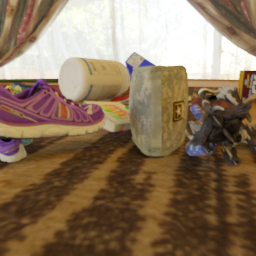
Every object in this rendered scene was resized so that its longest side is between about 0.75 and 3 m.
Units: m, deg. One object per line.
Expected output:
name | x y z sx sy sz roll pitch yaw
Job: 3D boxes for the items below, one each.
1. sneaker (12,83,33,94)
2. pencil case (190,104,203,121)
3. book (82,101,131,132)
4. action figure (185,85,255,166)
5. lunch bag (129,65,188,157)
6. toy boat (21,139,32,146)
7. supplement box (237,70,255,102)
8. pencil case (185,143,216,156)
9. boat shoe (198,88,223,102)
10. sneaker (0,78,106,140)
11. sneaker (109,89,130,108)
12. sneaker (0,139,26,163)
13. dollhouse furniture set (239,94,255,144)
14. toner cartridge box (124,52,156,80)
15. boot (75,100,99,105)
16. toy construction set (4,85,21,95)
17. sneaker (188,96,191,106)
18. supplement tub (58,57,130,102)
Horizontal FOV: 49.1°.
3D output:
sneaker | -3.717 -1.114 11.757 2.503 0.975 0.878 13 18 -35
pencil case | 2.253 -0.525 9.189 0.328 0.295 0.756 6 27 -5
book | -0.375 -0.343 8.584 1.294 0.465 1.936 31 19 24
action figure | 1.681 -0.047 5.103 2.126 1.263 1.085 33 20 -49
lunch bag | 0.708 -0.529 6.807 1.402 1.956 2.385 0 12 1
toy boat | -2.730 0.047 6.775 0.716 0.852 0.396 -11 1 -10
supplement box | 5.554 -0.986 9.227 2.679 1.803 2.716 -3 13 -14
pencil case | 1.481 0.411 5.806 0.317 0.353 0.813 3 -8 -12
boat shoe | 4.724 -1.738 15.605 1.823 0.674 0.550 10 48 -34
sneaker | -1.556 -0.426 6.022 1.168 1.208 2.896 6 6 37
sneaker | -0.248 -0.800 10.577 1.902 0.781 0.740 -22 21 39
sneaker | -2.805 0.318 6.099 1.479 0.617 0.596 5 15 24
dollhouse furniture set | 3.703 -0.888 6.352 2.327 1.993 2.446 -32 33 -32
toner cartridge box | 0.785 -1.987 12.135 1.404 0.638 2.955 39 -7 17
boot | -1.948 -0.652 10.223 2.061 0.778 2.353 -8 17 -5
toy construction set | -3.739 -0.808 8.882 1.375 0.902 0.633 -46 38 -16
sneaker | 2.193 -1.221 11.932 1.000 0.397 0.392 7 29 23
supplement tub | -1.252 -1.823 10.590 1.569 1.569 2.379 10 13 39
